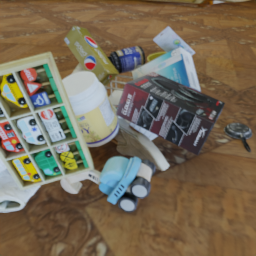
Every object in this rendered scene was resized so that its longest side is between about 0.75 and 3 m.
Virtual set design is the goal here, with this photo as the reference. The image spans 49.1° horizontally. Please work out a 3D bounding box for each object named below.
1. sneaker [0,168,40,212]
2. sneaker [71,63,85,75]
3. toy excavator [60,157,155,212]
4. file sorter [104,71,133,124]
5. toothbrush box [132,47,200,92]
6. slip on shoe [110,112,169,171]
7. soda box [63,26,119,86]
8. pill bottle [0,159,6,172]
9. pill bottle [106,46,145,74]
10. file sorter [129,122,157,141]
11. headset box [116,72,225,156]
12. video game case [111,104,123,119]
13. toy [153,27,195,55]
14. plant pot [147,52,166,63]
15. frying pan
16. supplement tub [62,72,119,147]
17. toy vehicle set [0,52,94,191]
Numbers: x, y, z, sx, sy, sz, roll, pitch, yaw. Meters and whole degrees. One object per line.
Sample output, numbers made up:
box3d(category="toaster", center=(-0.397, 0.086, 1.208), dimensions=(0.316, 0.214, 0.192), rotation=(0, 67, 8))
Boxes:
box3d(category="sneaker", center=(-3.314, 1.533, 7.104), dimensions=(1.842, 0.679, 1.065), rotation=(7, 31, 9))
box3d(category="sneaker", center=(-1.597, -2.145, 10.421), dimensions=(0.814, 0.858, 2.131), rotation=(-12, 18, 38))
box3d(category="toy excavator", center=(-0.549, 1.268, 7.067), dimensions=(1.940, 1.886, 0.969), rotation=(32, 33, -2))
box3d(category="file sorter", center=(-0.205, -1.356, 10.792), dimensions=(1.620, 1.453, 2.334), rotation=(12, 36, 16))
box3d(category="toothbrush box", center=(1.231, -1.572, 9.448), dimensions=(1.978, 1.448, 0.844), rotation=(-20, -17, 36))
box3d(category="slip on shoe", center=(0.088, 0.506, 8.516), dimensions=(0.866, 1.087, 2.860), rotation=(-43, 51, -6))
box3d(category="soda box", center=(-1.256, -2.418, 9.510), dimensions=(2.094, 0.670, 0.709), rotation=(55, 30, 10))
box3d(category="pill bottle", center=(-3.528, 0.758, 6.854), dimensions=(1.591, 0.902, 0.902), rotation=(-23, 39, -16))
box3d(category="pill bottle", center=(-0.181, -2.457, 10.324), dimensions=(1.495, 0.836, 0.836), rotation=(-18, 37, -16))
box3d(category="file sorter", center=(0.582, -0.066, 9.297), dimensions=(0.627, 0.563, 0.904), rotation=(-31, 72, -36))
box3d(category="headset box", center=(1.118, -0.592, 7.839), dimensions=(2.690, 1.039, 2.002), rotation=(28, 28, 16))
box3d(category="video game case", center=(0.042, -0.497, 8.697), dimensions=(0.957, 0.120, 1.337), rotation=(4, 17, -14))
box3d(category="toy", center=(1.575, -2.825, 9.501), dimensions=(1.300, 0.748, 0.307), rotation=(39, 47, -19))
box3d(category="plant pot", center=(1.763, -2.534, 12.782), dimensions=(1.831, 1.300, 1.831), rotation=(0, 34, 0))
box3d(category="frying pan", center=(3.734, 0.230, 9.548), dimensions=(0.944, 0.254, 1.560), rotation=(12, 32, 19))
box3d(category="supplement tub", center=(-1.139, -0.512, 7.986), dimensions=(1.351, 1.859, 1.351), rotation=(-12, 41, 11))
box3d(category="toy vehicle set", center=(-2.062, 0.008, 6.163), dimensions=(1.848, 2.974, 0.394), rotation=(-17, 35, -3))
